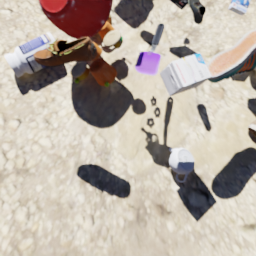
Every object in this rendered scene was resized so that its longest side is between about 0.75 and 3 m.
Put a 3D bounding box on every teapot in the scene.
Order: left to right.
[{"bbox_3d":[1.629,1.124,8.908,0.883,0.654,0.895,43,47,-9],"label":"teapot"}]

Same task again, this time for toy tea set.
[{"bbox_3d":[-0.862,-2.679,10.419,1.669,1.039,2.807,13,71,37],"label":"toy tea set"}]

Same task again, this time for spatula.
[{"bbox_3d":[0.748,-2.391,8.208,0.657,0.239,2.325,11,52,10],"label":"spatula"}]

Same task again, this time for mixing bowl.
[{"bbox_3d":[-1.792,-3.922,8.326,2.388,1.294,2.388,7,104,28],"label":"mixing bowl"}]

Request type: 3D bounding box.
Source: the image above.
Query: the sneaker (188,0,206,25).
[{"bbox_3d":[2.006,-3.503,8.005,0.349,0.496,0.934,-14,83,-4],"label":"sneaker"}]

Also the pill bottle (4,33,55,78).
[{"bbox_3d":[-3.426,-2.615,10.179,1.810,1.047,1.047,-30,71,-12],"label":"pill bottle"}]

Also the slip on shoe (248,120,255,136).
[{"bbox_3d":[4.786,0.299,9.258,1.615,0.614,0.489,38,82,22],"label":"slip on shoe"}]

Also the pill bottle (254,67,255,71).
[{"bbox_3d":[5.746,-1.958,9.668,2.635,1.526,1.526,39,73,15],"label":"pill bottle"}]

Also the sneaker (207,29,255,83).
[{"bbox_3d":[2.874,-1.672,7.280,2.102,0.840,0.750,-36,45,-13],"label":"sneaker"}]

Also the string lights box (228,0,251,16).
[{"bbox_3d":[3.792,-4.338,9.250,0.539,0.309,1.049,21,94,-6],"label":"string lights box"}]

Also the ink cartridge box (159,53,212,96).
[{"bbox_3d":[1.373,-1.277,6.790,0.911,0.659,0.671,-21,83,-25],"label":"ink cartridge box"}]

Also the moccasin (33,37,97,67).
[{"bbox_3d":[-1.619,-1.891,6.841,1.728,0.667,0.632,3,51,28],"label":"moccasin"}]

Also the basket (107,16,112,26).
[{"bbox_3d":[-1.270,-4.283,11.003,1.095,0.781,0.815,-24,71,-10],"label":"basket"}]

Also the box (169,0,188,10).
[{"bbox_3d":[1.786,-4.696,9.800,0.939,0.746,0.216,29,55,-21],"label":"box"}]
